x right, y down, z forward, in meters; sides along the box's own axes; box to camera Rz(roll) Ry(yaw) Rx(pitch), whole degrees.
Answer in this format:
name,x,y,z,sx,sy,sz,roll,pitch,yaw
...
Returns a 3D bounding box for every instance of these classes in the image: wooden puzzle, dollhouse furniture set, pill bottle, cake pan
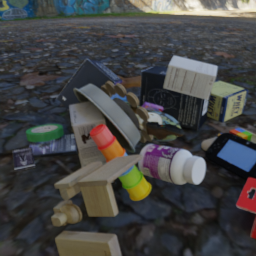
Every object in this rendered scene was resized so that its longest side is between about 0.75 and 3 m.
name,x,y,z,sx,sy,sz,roll,pitch,yaw
wooden puzzle,4.300,0.654,10.446,2.333,0.540,2.161,-17,33,-30
dollhouse furniture set,-0.595,1.855,6.483,1.865,1.961,1.598,-9,9,30
pill bottle,1.114,0.946,7.192,1.588,0.891,0.891,8,27,42
cake pan,-0.587,-0.329,8.448,0.478,2.608,2.608,-45,43,-10

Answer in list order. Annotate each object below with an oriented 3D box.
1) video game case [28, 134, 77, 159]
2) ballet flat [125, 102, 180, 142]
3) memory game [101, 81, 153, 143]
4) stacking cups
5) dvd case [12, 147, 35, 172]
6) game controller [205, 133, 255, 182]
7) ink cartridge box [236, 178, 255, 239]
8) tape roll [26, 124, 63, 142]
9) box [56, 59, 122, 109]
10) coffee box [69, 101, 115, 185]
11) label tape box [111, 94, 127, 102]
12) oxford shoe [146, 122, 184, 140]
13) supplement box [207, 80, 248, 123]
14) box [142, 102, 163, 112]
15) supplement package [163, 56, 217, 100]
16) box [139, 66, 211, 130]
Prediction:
name,x,y,z,sx,sy,sz,roll,pitch,yaw
video game case,-2.881,0.688,10.757,1.812,0.172,1.294,-7,29,-7
ballet flat,0.388,-0.263,9.517,2.832,1.051,1.051,19,34,35
memory game,-0.029,-0.457,8.644,0.147,2.301,2.301,-40,44,-22
stacking cups,-0.187,0.898,7.576,0.706,2.333,0.706,-26,22,11
dvd case,-3.680,1.093,9.853,0.671,0.072,0.903,-11,49,-18
game controller,3.616,0.928,9.095,0.497,1.230,2.358,35,-2,-35
ink cartridge box,4.097,2.330,7.067,2.500,0.841,1.452,18,33,29
tape roll,-3.310,0.196,11.167,1.413,0.340,1.413,-5,15,1
box,-1.426,-1.551,11.153,1.346,1.909,2.580,40,13,-4
coffee box,-1.090,0.535,8.673,0.955,2.392,1.352,-12,33,-8
label tape box,-1.215,-1.349,13.810,1.653,0.763,2.307,-25,38,-33
oxford shoe,0.961,0.121,7.297,1.018,0.430,0.370,10,22,26
supplement box,4.366,-1.328,13.410,1.791,1.202,1.789,-21,35,-33
box,0.949,-0.737,11.873,0.915,0.626,0.179,12,49,-29
supplement package,2.208,-1.801,9.976,1.639,0.961,0.958,17,38,10
box,2.075,-1.393,12.413,2.856,2.120,1.529,15,27,24
